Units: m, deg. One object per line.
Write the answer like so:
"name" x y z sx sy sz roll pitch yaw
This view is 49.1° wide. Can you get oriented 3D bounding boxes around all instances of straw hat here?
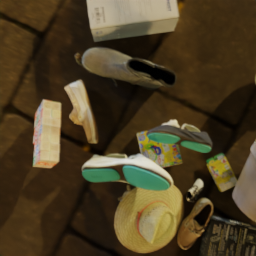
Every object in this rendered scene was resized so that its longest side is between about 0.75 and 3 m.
"straw hat" 0.846 2.824 8.336 2.437 1.031 2.437 -2 97 -18

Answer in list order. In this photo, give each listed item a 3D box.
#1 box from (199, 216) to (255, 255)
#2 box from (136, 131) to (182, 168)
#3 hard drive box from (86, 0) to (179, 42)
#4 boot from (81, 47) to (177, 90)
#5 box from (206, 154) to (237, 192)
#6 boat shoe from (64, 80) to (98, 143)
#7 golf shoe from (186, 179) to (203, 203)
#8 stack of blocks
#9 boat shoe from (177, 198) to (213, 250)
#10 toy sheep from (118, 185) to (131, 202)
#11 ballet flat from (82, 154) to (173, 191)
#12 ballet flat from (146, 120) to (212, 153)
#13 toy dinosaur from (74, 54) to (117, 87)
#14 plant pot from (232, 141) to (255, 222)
"box" 3.263 4.216 8.816 1.976 0.537 2.466 12 86 1
"box" 0.975 0.650 8.987 1.180 0.747 1.225 -12 86 -1
"hard drive box" 0.062 -4.211 9.190 2.799 1.075 2.181 -7 86 -1
"boot" -0.027 -1.885 8.424 2.850 1.862 0.965 16 93 -7
"box" 3.047 1.449 9.176 0.654 0.270 1.115 -25 88 -1
"boat shoe" -1.533 -0.455 9.065 0.749 0.798 2.166 -17 75 -3
"golf shoe" 2.149 2.015 9.034 0.322 0.391 0.827 21 82 43
"stack of blocks" -2.506 0.241 8.553 0.547 1.075 1.867 9 64 -29
"boat shoe" 2.108 3.071 8.864 0.635 0.575 1.781 26 91 2
"toy sheep" 0.095 2.381 8.857 0.789 0.789 1.144 -8 93 -1
"ballet flat" -0.030 1.174 8.352 2.910 1.010 1.010 1 85 26
"ballet flat" 1.529 0.189 8.384 2.130 0.778 0.778 13 86 -14
"toy dinosaur" -0.941 -2.107 9.397 1.692 0.402 0.746 31 82 -7
"plant pot" 4.215 1.687 8.213 2.302 2.302 1.997 32 115 2
